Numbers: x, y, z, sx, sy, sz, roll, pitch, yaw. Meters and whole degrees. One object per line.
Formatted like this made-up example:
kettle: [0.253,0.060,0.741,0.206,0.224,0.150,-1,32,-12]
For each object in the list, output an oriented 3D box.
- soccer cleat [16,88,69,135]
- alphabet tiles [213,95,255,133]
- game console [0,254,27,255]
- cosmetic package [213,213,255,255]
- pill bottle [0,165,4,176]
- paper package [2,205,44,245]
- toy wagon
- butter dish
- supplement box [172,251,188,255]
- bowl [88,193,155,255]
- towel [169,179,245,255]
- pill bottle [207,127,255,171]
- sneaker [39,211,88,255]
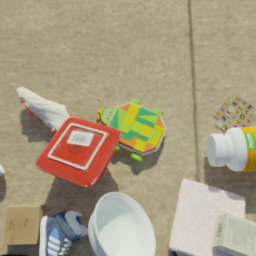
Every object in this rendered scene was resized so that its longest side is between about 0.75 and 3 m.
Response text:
soccer cleat: [-2.857,-0.626,10.116,2.638,0.914,1.023,41,75,2]
alphabet tiles: [3.978,-0.453,10.455,1.251,0.048,1.503,38,79,8]
game console: [-3.942,4.839,8.707,1.362,0.902,1.549,2,77,1]
cosmetic package: [3.662,3.401,8.368,1.990,0.727,1.030,22,62,0]
pill bottle: [-5.150,1.828,9.381,1.823,1.028,1.028,-40,79,-10]
paper package: [-3.437,3.174,9.257,1.164,0.632,1.221,-1,77,0]
toy wagon: [0.017,-0.060,10.115,2.579,0.510,2.001,24,77,6]
butter dish: [-1.452,1.015,9.290,2.227,1.646,2.221,15,57,22]
supplement box: [1.995,4.303,8.999,0.867,0.583,0.868,-18,77,-4]
bowl: [-0.368,3.318,8.674,1.087,2.419,2.419,-40,76,30]
towel: [2.621,3.051,9.115,2.264,0.382,2.371,16,59,4]
pill bottle: [4.100,0.714,9.417,2.634,1.463,1.463,-2,76,-1]
sneaker: [-1.975,3.742,9.000,1.508,0.829,2.059,-10,71,3]
